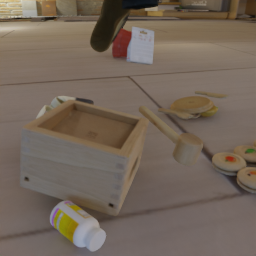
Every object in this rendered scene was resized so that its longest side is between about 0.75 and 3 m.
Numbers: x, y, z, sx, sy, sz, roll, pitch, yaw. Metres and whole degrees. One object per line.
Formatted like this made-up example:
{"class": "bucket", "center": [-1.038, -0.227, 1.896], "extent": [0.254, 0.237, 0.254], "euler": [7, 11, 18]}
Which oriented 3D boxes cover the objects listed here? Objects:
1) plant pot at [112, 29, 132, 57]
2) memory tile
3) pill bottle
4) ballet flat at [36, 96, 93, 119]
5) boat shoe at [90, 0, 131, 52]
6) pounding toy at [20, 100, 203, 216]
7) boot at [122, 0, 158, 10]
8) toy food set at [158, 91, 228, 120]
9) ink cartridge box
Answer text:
{"class": "plant pot", "center": [0.095, -4.528, 15.228], "extent": [1.565, 1.609, 1.609], "euler": [13, 28, 7]}
{"class": "memory tile", "center": [3.093, 0.935, 5.263], "extent": [2.017, 0.221, 2.631], "euler": [-14, 30, -26]}
{"class": "pill bottle", "center": [-0.719, 1.414, 4.034], "extent": [0.828, 0.432, 0.432], "euler": [21, 33, 37]}
{"class": "ballet flat", "center": [-1.601, -0.297, 6.826], "extent": [0.965, 0.965, 2.640], "euler": [6, 28, 12]}
{"class": "boat shoe", "center": [-0.543, -4.050, 10.083], "extent": [1.004, 2.743, 0.889], "euler": [31, 13, -10]}
{"class": "pounding toy", "center": [-0.109, 0.460, 5.245], "extent": [2.728, 1.248, 2.396], "euler": [15, 23, 9]}
{"class": "boot", "center": [0.198, -3.279, 5.931], "extent": [0.628, 1.392, 1.698], "euler": [-4, 22, -13]}
{"class": "toy food set", "center": [1.925, -0.575, 8.323], "extent": [1.953, 0.392, 1.348], "euler": [-25, 28, -32]}
{"class": "ink cartridge box", "center": [0.391, -2.584, 8.876], "extent": [0.850, 1.049, 0.263], "euler": [0, 4, -30]}
